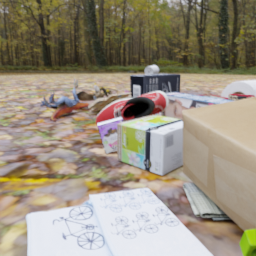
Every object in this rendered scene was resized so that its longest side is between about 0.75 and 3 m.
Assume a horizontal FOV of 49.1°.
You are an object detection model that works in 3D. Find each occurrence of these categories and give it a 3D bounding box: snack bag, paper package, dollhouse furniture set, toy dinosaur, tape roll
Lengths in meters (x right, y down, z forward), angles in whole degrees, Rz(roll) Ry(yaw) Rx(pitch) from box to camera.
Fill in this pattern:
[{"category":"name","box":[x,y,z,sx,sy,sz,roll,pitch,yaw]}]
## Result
[{"category":"snack bag","box":[-0.342,1.619,4.256,2.425,0.260,2.286,-5,15,-18]},{"category":"paper package","box":[2.690,0.510,4.956,2.713,1.472,2.846,-10,20,-14]},{"category":"dollhouse furniture set","box":[1.884,1.928,2.736,1.110,0.850,1.694,-9,37,7]},{"category":"toy dinosaur","box":[-2.994,-0.997,13.967,2.575,2.837,1.490,17,-38,-43]},{"category":"tape roll","box":[5.005,-1.109,11.900,1.225,1.785,1.785,-9,17,-36]}]

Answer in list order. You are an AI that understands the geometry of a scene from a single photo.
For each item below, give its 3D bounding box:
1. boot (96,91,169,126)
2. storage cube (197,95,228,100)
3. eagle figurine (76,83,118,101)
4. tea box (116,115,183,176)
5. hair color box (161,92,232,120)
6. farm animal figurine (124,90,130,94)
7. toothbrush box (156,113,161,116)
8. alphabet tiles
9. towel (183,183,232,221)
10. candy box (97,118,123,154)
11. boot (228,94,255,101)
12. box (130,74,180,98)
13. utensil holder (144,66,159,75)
[{"category":"boot","box":[-0.257,-0.448,9.441,2.895,1.048,2.088,-19,3,28]},{"category":"storage cube","box":[3.089,-0.626,11.132,1.376,1.237,1.176,-7,16,-23]},{"category":"eagle figurine","box":[-1.806,-1.766,15.737,1.543,1.534,2.033,-27,15,44]},{"category":"tea box","box":[0.779,0.369,7.513,1.576,1.070,1.602,12,18,42]},{"category":"hair color box","box":[2.338,-0.360,9.676,0.861,1.422,2.844,-12,18,-32]},{"category":"farm animal figurine","box":[0.327,-1.632,16.348,1.253,0.780,1.552,17,8,-11]},{"category":"toothbrush box","box":[1.595,-0.614,12.810,0.668,0.395,0.918,2,16,13]},{"category":"alphabet tiles","box":[-0.904,-1.316,14.058,2.139,0.156,2.092,-12,-10,-38]},{"category":"towel","box":[1.745,1.397,5.343,1.175,0.211,1.220,2,14,-4]},{"category":"candy box","box":[-0.424,0.226,8.180,0.749,0.893,0.319,-16,14,-5]},{"category":"boot","box":[4.067,-0.331,9.438,0.724,1.490,1.979,-7,16,-27]},{"category":"box","box":[1.471,-1.943,15.080,2.532,1.874,1.321,-8,15,-32]},{"category":"utensil holder","box":[3.417,-8.227,40.704,1.543,1.543,1.816,9,19,31]}]
